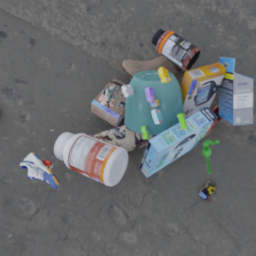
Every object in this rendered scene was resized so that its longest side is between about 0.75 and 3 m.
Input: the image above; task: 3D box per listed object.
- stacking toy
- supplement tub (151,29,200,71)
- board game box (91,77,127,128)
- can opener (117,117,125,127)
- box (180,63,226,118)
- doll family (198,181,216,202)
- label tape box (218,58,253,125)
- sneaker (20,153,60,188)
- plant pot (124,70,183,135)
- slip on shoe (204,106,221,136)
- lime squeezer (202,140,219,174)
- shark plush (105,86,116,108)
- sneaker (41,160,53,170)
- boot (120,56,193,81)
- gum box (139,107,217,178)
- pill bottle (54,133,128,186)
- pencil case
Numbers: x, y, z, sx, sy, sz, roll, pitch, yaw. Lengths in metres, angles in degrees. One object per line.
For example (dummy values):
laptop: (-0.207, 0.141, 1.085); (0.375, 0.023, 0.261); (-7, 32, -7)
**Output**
stacking toy: (0.818, -0.695, 8.911); (1.551, 0.483, 2.058); (-17, 97, 32)
supplement tub: (1.619, -2.788, 9.799); (1.661, 0.888, 0.888); (40, 82, 17)
board game box: (-0.544, -1.063, 11.476); (1.275, 0.775, 1.600); (32, 64, 7)
can opener: (0.580, -0.428, 11.673); (2.191, 0.728, 0.577); (-7, 61, 4)
box: (2.656, -1.253, 10.836); (1.510, 2.536, 0.526); (-17, 54, -18)
doll family: (3.230, 2.581, 11.263); (0.498, 0.338, 0.861); (40, 100, 2)
label tape box: (3.958, -1.431, 10.401); (0.773, 1.676, 2.340); (-4, 105, 0)
sneaker: (-2.968, 1.574, 9.419); (1.604, 0.604, 0.707); (39, 69, 23)
plant pot: (0.923, -1.051, 10.170); (2.239, 2.239, 1.797); (-4, 117, -1)
slip on shoe: (3.452, -0.303, 11.717); (1.753, 0.536, 0.649); (-44, 84, -5)
lime squeezer: (3.030, 0.888, 10.353); (0.374, 1.983, 0.700); (-27, 52, -19)
shark plush: (-0.678, -1.205, 10.640); (0.355, 0.388, 0.853); (9, 66, -12)
sneaker: (-3.133, 1.392, 10.572); (0.435, 1.130, 0.480); (-24, 104, -7)
boot: (1.241, -2.457, 10.865); (1.938, 2.651, 0.931); (-28, 66, 32)
gum box: (1.685, 0.553, 9.858); (2.540, 2.158, 0.566); (-29, 67, -22)
pill bottle: (-1.347, 1.002, 9.864); (2.449, 1.374, 1.374); (18, 79, 25)
pencil case: (-0.391, 0.433, 11.190); (2.732, 1.063, 1.222); (-19, 59, 2)
